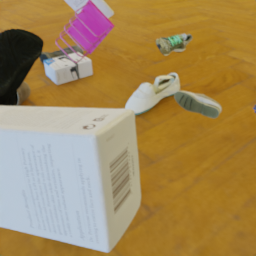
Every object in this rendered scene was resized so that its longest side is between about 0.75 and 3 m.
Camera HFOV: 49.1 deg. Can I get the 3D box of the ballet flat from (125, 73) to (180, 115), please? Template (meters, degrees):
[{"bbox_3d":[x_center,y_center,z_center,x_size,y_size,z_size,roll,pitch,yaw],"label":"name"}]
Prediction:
[{"bbox_3d":[0.961,-1.450,10.856,2.861,0.993,0.993,-29,45,-33],"label":"ballet flat"}]

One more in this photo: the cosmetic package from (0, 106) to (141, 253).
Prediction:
[{"bbox_3d":[-1.382,0.507,3.825,2.923,1.486,1.082,5,20,23],"label":"cosmetic package"}]

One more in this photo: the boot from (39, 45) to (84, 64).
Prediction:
[{"bbox_3d":[-3.214,-3.562,14.046,2.093,0.759,1.903,-13,40,-28],"label":"boot"}]

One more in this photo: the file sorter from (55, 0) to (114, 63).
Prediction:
[{"bbox_3d":[-1.407,-2.906,8.694,1.055,1.517,0.952,45,50,-12],"label":"file sorter"}]

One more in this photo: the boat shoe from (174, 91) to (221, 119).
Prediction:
[{"bbox_3d":[1.190,-0.430,4.792,0.818,0.306,0.280,29,42,16],"label":"boat shoe"}]

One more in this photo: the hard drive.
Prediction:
[{"bbox_3d":[-1.358,-4.267,9.786,0.996,1.510,0.198,-25,52,26],"label":"hard drive"}]

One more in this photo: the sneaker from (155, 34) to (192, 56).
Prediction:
[{"bbox_3d":[1.317,-2.455,7.876,1.420,0.629,0.546,-27,85,-44],"label":"sneaker"}]

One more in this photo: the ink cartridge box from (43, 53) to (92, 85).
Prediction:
[{"bbox_3d":[-2.716,-2.737,12.756,1.800,0.758,1.302,-23,42,-28],"label":"ink cartridge box"}]

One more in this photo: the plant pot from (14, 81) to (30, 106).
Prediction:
[{"bbox_3d":[-4.354,-1.339,10.643,1.254,1.254,1.088,10,21,14],"label":"plant pot"}]

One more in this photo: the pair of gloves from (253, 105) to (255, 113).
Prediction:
[{"bbox_3d":[3.758,-0.800,7.262,0.129,0.913,1.136,43,85,-4],"label":"pair of gloves"}]

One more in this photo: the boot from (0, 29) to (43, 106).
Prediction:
[{"bbox_3d":[-2.455,-0.756,5.470,0.803,1.767,2.102,24,43,-13],"label":"boot"}]
